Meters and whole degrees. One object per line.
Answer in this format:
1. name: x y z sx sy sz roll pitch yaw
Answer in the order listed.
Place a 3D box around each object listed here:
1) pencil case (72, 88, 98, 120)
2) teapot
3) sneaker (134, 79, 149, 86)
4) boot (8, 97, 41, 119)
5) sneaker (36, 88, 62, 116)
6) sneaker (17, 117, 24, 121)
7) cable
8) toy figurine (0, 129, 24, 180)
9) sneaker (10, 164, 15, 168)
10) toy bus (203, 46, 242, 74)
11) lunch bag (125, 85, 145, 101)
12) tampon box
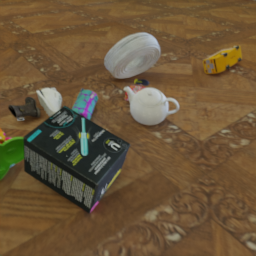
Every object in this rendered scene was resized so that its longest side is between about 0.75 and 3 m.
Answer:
1. pencil case: -1.911 -0.815 12.006 0.906 0.984 2.129 37 32 -21
2. teapot: 0.933 -1.048 11.749 1.771 1.294 1.748 -19 57 -15
3. sneaker: 0.726 -2.266 13.986 0.838 0.310 0.345 18 7 35
4. boot: -4.511 -0.890 11.963 1.213 0.483 1.394 -2 40 -47
5. sneaker: -3.393 -1.201 12.577 0.938 0.890 2.331 -20 41 -22
6. sneaker: -4.833 -0.706 12.285 0.364 0.383 0.952 -23 47 -33
7. cable: 0.245 -3.615 14.434 2.911 2.910 1.008 -32 76 14
8. toy figurine: -4.927 0.423 9.070 2.630 1.974 2.421 -30 54 -27
9. sneaker: -4.222 1.388 9.532 1.128 0.417 0.462 -29 57 -25
10. toy bus: 5.511 -3.945 16.127 2.741 0.892 1.073 -33 23 -36
11. lunch bag: 0.430 -1.633 13.603 0.964 0.448 1.094 16 41 14
12. tampon box: -1.590 0.924 8.630 2.549 1.609 1.910 30 44 12
